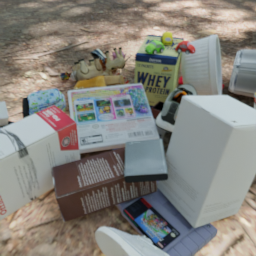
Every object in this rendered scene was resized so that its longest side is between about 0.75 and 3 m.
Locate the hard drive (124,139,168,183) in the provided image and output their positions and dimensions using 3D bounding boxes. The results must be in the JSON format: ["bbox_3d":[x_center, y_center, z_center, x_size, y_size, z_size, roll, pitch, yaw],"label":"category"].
[{"bbox_3d":[0.416,0.780,6.943,0.990,0.233,1.419,-5,30,3],"label":"hard drive"}]

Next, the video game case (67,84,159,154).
[{"bbox_3d":[-0.545,-0.400,9.184,2.640,0.313,2.403,-8,56,-10],"label":"video game case"}]

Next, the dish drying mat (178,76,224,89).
[{"bbox_3d":[3.295,-2.023,12.747,1.989,0.181,0.764,18,42,22],"label":"dish drying mat"}]

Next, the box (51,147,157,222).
[{"bbox_3d":[-0.621,1.358,7.319,2.510,0.940,1.257,-13,31,-13],"label":"box"}]

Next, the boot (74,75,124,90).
[{"bbox_3d":[-1.290,-0.798,10.670,2.113,1.039,2.952,-8,52,19],"label":"boot"}]

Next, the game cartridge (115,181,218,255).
[{"bbox_3d":[0.864,2.231,7.026,1.483,0.439,2.288,-22,42,-33],"label":"game cartridge"}]

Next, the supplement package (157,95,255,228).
[{"bbox_3d":[2.033,0.724,6.779,1.591,2.656,1.610,-4,30,-30],"label":"supplement package"}]

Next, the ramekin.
[{"bbox_3d":[3.024,-2.402,11.407,1.322,2.518,2.518,-2,35,23],"label":"ramekin"}]

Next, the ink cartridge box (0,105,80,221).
[{"bbox_3d":[-2.708,0.883,7.410,2.707,1.987,1.122,-30,50,-33],"label":"ink cartridge box"}]

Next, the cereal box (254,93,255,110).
[{"bbox_3d":[3.717,0.205,7.245,0.393,1.990,1.432,-16,43,7],"label":"cereal box"}]

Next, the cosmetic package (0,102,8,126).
[{"bbox_3d":[-4.241,-0.377,8.862,0.760,0.534,1.498,-12,-3,-26],"label":"cosmetic package"}]

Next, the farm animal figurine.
[{"bbox_3d":[-1.219,-2.471,12.253,2.457,1.296,2.485,-16,6,-14],"label":"farm animal figurine"}]

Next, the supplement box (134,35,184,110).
[{"bbox_3d":[1.251,-2.244,11.312,1.518,2.259,2.262,9,38,12],"label":"supplement box"}]

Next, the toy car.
[{"bbox_3d":[1.352,-3.029,10.129,1.657,0.393,1.761,-20,43,-26],"label":"toy car"}]

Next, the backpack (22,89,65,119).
[{"bbox_3d":[-3.154,-0.857,10.587,1.572,1.209,1.283,0,34,-22],"label":"backpack"}]

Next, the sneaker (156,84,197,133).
[{"bbox_3d":[1.844,-0.902,9.430,1.040,1.116,2.815,24,37,12],"label":"sneaker"}]

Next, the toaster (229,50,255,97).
[{"bbox_3d":[5.427,-2.278,11.913,1.885,1.658,2.918,11,39,20],"label":"toaster"}]

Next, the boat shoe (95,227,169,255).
[{"bbox_3d":[0.305,2.747,6.068,2.210,0.796,0.757,21,30,27],"label":"boat shoe"}]

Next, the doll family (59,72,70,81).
[{"bbox_3d":[-2.947,-2.438,13.142,0.517,0.351,0.894,-21,39,-7],"label":"doll family"}]

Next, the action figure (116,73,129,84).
[{"bbox_3d":[-0.336,-2.233,12.564,1.140,0.372,0.564,9,65,55],"label":"action figure"}]

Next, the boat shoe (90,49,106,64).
[{"bbox_3d":[-1.336,-3.400,14.077,0.474,0.574,1.534,-28,68,-28],"label":"boat shoe"}]

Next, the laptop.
[{"bbox_3d":[0.361,0.285,9.196,1.366,1.459,0.846,23,5,27],"label":"laptop"}]

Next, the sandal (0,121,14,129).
[{"bbox_3d":[-4.152,0.377,9.387,0.782,0.440,2.056,-3,37,-4],"label":"sandal"}]

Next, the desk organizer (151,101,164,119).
[{"bbox_3d":[1.712,-0.258,9.997,1.842,0.709,0.661,24,43,28],"label":"desk organizer"}]
